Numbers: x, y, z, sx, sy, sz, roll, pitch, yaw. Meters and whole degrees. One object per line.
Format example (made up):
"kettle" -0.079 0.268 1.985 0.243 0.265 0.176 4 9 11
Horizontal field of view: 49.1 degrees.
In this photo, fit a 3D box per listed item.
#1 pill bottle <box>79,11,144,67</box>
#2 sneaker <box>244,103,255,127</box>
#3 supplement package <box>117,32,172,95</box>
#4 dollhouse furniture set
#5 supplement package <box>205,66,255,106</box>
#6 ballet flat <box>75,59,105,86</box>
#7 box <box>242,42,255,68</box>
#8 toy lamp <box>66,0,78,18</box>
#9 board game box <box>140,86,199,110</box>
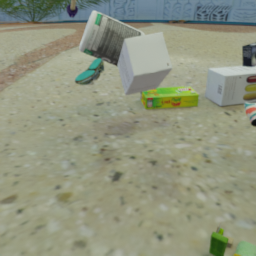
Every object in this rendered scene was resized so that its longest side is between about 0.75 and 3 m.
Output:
"pill bottle" -0.306 -3.064 10.396 2.705 1.530 1.530 19 23 -16
"sneaker" 3.984 -0.635 7.553 1.711 0.602 0.800 -17 56 0
"supplement package" 0.370 -1.598 7.267 0.980 0.968 1.616 -13 -7 -10
"dollhouse furniture set" 2.156 2.288 5.471 0.959 0.481 0.628 17 32 30
"supplement package" 5.050 -1.992 12.861 2.513 1.429 1.376 -8 27 -15
"ballet flat" -1.075 -1.540 8.305 0.537 0.537 1.447 12 42 22
"box" 4.745 -2.750 10.522 0.788 0.782 0.486 -20 25 -20
"toy lamp" -1.435 -3.300 7.340 0.329 0.329 1.129 -10 -11 -19
"board game box" 1.818 -1.377 12.621 2.369 0.564 1.203 -4 27 -7
